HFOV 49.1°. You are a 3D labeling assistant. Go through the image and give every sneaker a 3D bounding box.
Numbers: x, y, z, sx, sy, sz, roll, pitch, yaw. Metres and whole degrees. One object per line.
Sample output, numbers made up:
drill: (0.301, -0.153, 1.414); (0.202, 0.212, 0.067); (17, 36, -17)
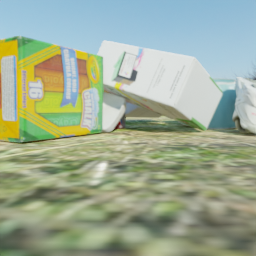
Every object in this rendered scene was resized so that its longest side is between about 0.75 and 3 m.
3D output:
sneaker: (2.772, -0.510, 6.486); (0.898, 1.145, 2.304); (20, 21, 15)

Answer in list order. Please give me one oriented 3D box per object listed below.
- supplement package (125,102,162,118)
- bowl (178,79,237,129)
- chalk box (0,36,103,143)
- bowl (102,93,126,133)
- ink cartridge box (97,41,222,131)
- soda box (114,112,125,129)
supplement package: (0.635, -0.985, 9.735); (1.754, 1.029, 1.025); (0, -17, -37)
bowl: (2.589, -0.835, 8.473); (2.261, 1.183, 2.261); (-4, 16, 1)
chalk box: (-1.641, -0.722, 5.992); (1.737, 1.749, 2.803); (3, 6, 33)
bowl: (-0.560, -0.339, 6.807); (1.010, 1.009, 0.377); (17, -25, 35)
ink cartridge box: (0.607, -1.013, 6.612); (2.563, 1.076, 1.856); (24, 0, 38)
soda box: (-1.127, -0.355, 8.163); (2.154, 0.683, 0.754); (3, 5, 38)
